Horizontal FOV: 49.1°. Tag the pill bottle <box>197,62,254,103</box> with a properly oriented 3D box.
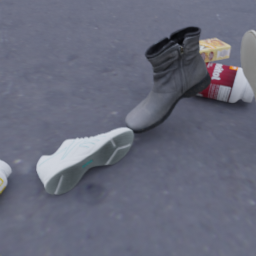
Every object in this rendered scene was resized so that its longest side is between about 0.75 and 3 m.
[{"bbox_3d":[2.986,-1.434,8.915,1.969,1.112,1.112,15,42,17],"label":"pill bottle"}]

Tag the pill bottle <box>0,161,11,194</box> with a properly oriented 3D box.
[{"bbox_3d":[-3.055,1.275,6.044,0.654,0.654,1.175,9,41,11],"label":"pill bottle"}]

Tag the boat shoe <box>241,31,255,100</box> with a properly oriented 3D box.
[{"bbox_3d":[3.476,-1.255,6.995,0.690,2.422,0.810,-14,-2,-19],"label":"boat shoe"}]

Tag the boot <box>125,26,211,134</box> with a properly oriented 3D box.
[{"bbox_3d":[0.762,-1.214,7.058,2.739,1.803,0.956,-40,45,-4],"label":"boot"}]

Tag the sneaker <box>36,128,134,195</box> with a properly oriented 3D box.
[{"bbox_3d":[-1.000,0.540,6.748,2.545,0.895,1.020,-26,43,-27],"label":"sneaker"}]

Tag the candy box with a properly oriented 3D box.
[{"bbox_3d":[2.338,-2.432,8.920,1.520,0.420,0.877,-13,36,-13],"label":"candy box"}]
